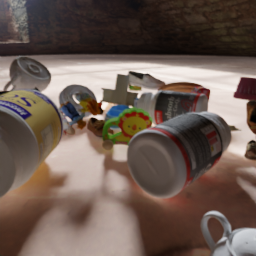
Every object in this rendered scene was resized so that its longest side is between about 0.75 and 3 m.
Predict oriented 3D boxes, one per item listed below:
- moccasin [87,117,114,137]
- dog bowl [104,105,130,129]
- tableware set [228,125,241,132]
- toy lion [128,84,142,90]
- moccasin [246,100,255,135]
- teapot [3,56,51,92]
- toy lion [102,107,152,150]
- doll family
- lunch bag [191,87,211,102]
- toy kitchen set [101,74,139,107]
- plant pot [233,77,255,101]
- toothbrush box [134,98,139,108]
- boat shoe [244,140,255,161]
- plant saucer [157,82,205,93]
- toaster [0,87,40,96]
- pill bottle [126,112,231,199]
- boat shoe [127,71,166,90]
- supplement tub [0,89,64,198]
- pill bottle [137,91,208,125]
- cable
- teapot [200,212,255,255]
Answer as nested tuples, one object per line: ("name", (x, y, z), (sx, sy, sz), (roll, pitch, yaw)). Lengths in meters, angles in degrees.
("moccasin", (-0.978, -0.063, 9.879), (0.588, 0.620, 1.607), (-3, 15, -25))
("dog bowl", (-0.385, -0.502, 11.422), (1.053, 0.468, 1.889), (6, 20, 7))
("tableware set", (2.712, 0.070, 8.824), (1.359, 0.189, 1.627), (-7, 1, 3))
("toy lion", (0.453, -2.580, 17.970), (0.813, 0.279, 0.780), (-2, 27, -5))
("moccasin", (4.369, -0.277, 9.567), (0.537, 1.467, 0.566), (-13, 41, 11))
("teapot", (-5.793, -2.729, 16.074), (2.520, 1.840, 2.487), (18, 34, -38))
("toy lion", (-0.027, 0.026, 8.362), (1.458, 1.397, 0.500), (4, 32, -2))
("doll family", (-1.481, -0.472, 8.503), (1.721, 0.776, 1.068), (-38, 66, -16))
("lunch bag", (3.002, -1.169, 12.196), (1.093, 1.241, 0.509), (-7, 27, -35))
("toy kitchen set", (-0.258, -1.838, 13.641), (1.748, 1.426, 1.577), (10, 8, 11))
("plant pot", (4.613, -1.538, 10.892), (0.938, 0.839, 0.938), (3, 15, -1))
("toothbrush box", (0.766, -0.993, 12.550), (1.013, 0.742, 0.432), (-15, 24, -35))
("boat shoe", (3.674, 0.647, 8.341), (0.406, 0.385, 1.072), (6, 20, 17))
("plant saucer", (2.531, -1.558, 13.295), (2.300, 0.371, 2.300), (3, -15, 1))
("toaster", (-4.541, -0.925, 11.671), (2.002, 1.188, 1.810), (-9, 21, -25))
("pill bottle", (1.388, 0.495, 6.927), (1.578, 1.578, 2.723), (17, 26, 40))
("boat shoe", (0.884, -2.397, 13.937), (2.023, 0.661, 0.744), (11, 45, 11))
("supplement tub", (-2.935, 0.275, 6.831), (2.072, 2.072, 2.850), (1, 18, 4))
("pill bottle", (1.665, -0.681, 10.612), (2.433, 1.409, 1.409), (9, 21, 27))
("cable", (-2.156, -1.174, 12.071), (1.680, 0.582, 1.681), (7, 53, -27))
("teapot", (1.736, 1.868, 3.855), (1.380, 1.008, 1.362), (3, 19, 10))
